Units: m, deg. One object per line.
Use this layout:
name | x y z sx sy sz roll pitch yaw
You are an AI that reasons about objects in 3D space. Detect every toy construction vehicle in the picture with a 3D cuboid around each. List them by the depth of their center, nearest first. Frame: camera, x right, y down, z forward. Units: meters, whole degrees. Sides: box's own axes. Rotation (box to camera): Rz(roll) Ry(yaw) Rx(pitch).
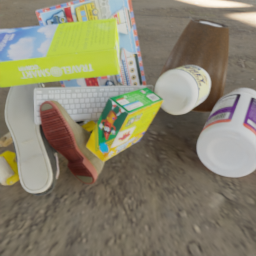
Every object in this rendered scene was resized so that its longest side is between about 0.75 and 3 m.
toy construction vehicle | -2.297 0.321 7.137 2.299 0.930 2.641 38 55 25

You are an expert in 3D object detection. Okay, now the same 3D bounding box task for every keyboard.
keyboard | -0.668 -0.549 6.282 2.768 0.779 0.148 -6 21 -27

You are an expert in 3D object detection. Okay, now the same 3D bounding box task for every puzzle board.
puzzle board | -0.724 -1.708 7.115 2.232 2.962 0.258 -20 33 -10

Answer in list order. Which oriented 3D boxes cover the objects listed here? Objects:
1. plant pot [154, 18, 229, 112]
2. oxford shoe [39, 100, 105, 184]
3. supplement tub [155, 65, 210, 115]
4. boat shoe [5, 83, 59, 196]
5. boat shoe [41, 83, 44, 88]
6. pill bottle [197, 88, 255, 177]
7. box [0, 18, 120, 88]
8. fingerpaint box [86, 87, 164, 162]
plant pot | 2.105 -1.980 8.445 2.158 2.309 2.158 9 30 -5
oxford shoe | -1.164 0.222 6.030 0.722 2.050 0.767 -6 31 33
supplement tub | 1.367 -0.957 6.750 1.024 1.024 1.412 18 26 26
boat shoe | -2.084 0.153 6.180 0.906 0.772 2.709 -12 72 -3
boat shoe | -3.676 -1.668 10.670 1.107 0.403 0.342 3 36 14
pill bottle | 2.752 -0.048 7.128 1.410 1.410 2.530 15 37 23
box | -1.518 -1.571 5.705 2.656 0.633 1.620 -5 41 2
fingerpaint box | -0.051 -0.120 5.883 0.547 1.244 1.491 39 32 17
